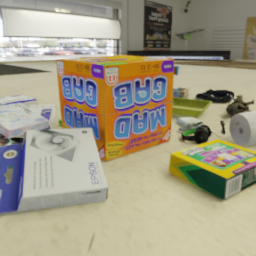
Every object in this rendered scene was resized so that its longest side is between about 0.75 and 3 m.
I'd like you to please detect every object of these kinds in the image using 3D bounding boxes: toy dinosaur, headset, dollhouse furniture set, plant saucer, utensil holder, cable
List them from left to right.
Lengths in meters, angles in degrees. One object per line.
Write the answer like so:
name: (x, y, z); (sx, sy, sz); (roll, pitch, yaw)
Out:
dollhouse furniture set: (2.482, -2.485, 15.358); (1.569, 2.226, 1.560); (7, 19, 20)
plant saucer: (2.684, -0.924, 13.341); (2.140, 0.512, 2.137); (10, 21, 26)
headset: (2.602, 0.122, 9.788); (1.529, 0.718, 0.944); (-3, 15, 29)
cable: (5.007, -1.872, 16.183); (1.821, 0.567, 2.232); (-7, 20, -19)
toy dinosaur: (5.054, -0.852, 12.914); (1.253, 0.943, 2.450); (-1, 19, 39)
utensil holder: (4.352, -0.009, 9.522); (1.383, 1.175, 1.175); (-9, 20, -17)

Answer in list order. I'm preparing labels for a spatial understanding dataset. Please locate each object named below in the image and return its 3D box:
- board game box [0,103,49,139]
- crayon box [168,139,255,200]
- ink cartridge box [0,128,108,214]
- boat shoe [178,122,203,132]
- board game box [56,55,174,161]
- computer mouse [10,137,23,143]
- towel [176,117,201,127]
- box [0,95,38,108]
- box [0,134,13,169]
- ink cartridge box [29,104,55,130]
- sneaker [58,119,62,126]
board game box: (-3.565, -0.276, 8.813); (1.475, 0.321, 1.482); (28, 26, 26)
crayon box: (2.407, 0.973, 7.342); (2.040, 0.595, 1.760); (-11, 20, -35)
ink cartridge box: (-1.919, 0.871, 6.768); (2.471, 0.502, 2.466); (-5, 34, -16)
boat shoe: (2.444, -0.042, 10.903); (1.092, 0.337, 0.397); (-5, 19, -16)
board game box: (-0.459, -0.933, 9.571); (2.809, 2.807, 2.807); (-15, 23, -37)
computer mouse: (-4.526, 0.423, 9.615); (2.146, 0.365, 0.629); (5, -7, 0)
towel: (2.567, -0.238, 11.723); (0.808, 0.227, 0.944); (-2, 18, -15)
box: (-5.131, -0.899, 12.705); (1.624, 0.852, 1.493); (15, 24, 38)
box: (-4.740, 0.812, 7.652); (2.933, 0.721, 1.207); (-9, 20, -25)
ink cartridge box: (-3.596, -0.335, 11.319); (1.055, 0.416, 2.122); (-2, 29, -6)
sneaker: (-2.526, -0.275, 11.632); (0.755, 0.316, 0.280); (-5, 11, -16)
